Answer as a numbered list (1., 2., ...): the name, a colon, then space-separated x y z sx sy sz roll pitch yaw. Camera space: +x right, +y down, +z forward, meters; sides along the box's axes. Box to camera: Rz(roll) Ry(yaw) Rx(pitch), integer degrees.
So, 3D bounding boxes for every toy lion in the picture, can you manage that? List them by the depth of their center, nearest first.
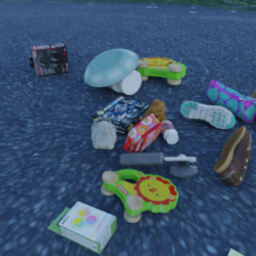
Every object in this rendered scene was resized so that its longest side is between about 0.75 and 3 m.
1. toy lion: 0.340 1.483 6.692 1.496 0.536 1.560 -15 36 -35
2. toy lion: 1.509 -2.808 12.987 2.449 0.841 2.348 12 30 22

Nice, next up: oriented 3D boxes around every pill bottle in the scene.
1. pill bottle: 1.271 0.144 8.762 0.439 0.439 0.769 -6 33 -9
2. pill bottle: -0.488 -2.183 11.694 1.209 1.209 2.090 -23 39 -32

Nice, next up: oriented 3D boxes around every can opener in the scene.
1. can opener: 0.781 0.984 7.342 1.996 0.667 0.532 -3 -12 14

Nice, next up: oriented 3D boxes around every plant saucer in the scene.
1. plant saucer: -0.773 -2.584 11.272 2.378 0.458 2.378 -13 43 13

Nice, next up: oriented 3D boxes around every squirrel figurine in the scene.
1. squirrel figurine: 0.777 -0.405 8.971 0.757 1.069 0.998 29 27 21

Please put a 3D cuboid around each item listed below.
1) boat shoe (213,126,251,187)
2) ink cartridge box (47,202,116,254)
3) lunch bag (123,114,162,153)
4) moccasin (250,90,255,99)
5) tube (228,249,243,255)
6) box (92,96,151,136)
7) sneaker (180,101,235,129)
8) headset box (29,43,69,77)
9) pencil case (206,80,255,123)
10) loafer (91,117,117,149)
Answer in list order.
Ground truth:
1. boat shoe: 2.948 0.755 7.590 0.716 0.717 2.037 41 51 3
2. ink cartridge box: -0.986 2.006 5.891 1.325 0.393 0.688 15 36 22
3. lunch bag: 0.331 0.262 7.746 1.114 1.264 0.518 -35 73 -21
4. moccasin: 5.033 -0.566 9.259 1.019 1.075 2.786 2 32 -5
5. tube: 2.318 2.601 5.133 0.999 0.259 0.290 18 -2 31
6. box: -0.171 -0.478 9.757 1.382 0.400 1.738 20 38 27
7. sneaker: 2.705 -0.489 9.553 1.848 0.717 0.843 20 8 7
8. headset box: -3.749 -3.195 13.194 1.739 1.294 0.672 -11 34 -18
9. pencil case: 3.726 -1.000 10.081 0.853 0.926 2.004 -36 38 -6
10. loafer: -0.665 0.084 7.927 0.778 0.776 2.224 3 4 -8
